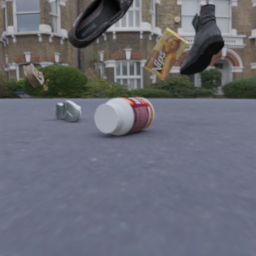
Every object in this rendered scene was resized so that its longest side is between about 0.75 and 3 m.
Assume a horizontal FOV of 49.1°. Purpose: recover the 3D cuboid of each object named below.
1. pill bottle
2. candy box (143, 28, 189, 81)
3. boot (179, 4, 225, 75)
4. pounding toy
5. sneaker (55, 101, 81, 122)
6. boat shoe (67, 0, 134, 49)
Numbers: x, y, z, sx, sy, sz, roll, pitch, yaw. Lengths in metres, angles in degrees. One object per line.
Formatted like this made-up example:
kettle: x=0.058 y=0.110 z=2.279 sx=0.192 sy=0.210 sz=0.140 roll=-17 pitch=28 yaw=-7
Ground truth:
pill bottle: x=-0.094 y=-0.367 z=8.672 sx=1.112 sy=1.112 sz=1.969 roll=5 pitch=9 yaw=32
candy box: x=1.280 y=-2.497 z=9.562 sx=0.877 sy=1.520 sz=0.420 roll=36 pitch=34 yaw=3
boot: x=2.837 y=-3.422 z=11.229 sx=0.956 sy=1.803 sz=2.739 roll=1 pitch=-20 yaw=-21
pounding toy: x=-2.695 y=-1.576 z=8.492 sx=0.544 sy=0.542 sz=0.948 roll=-17 pitch=-34 yaw=5
sneaker: x=-2.553 y=-0.788 z=12.821 sx=1.020 sy=0.895 sz=2.545 roll=-1 pitch=6 yaw=-29
boat shoe: x=-0.569 y=-2.954 z=7.093 sx=0.810 sy=2.422 sz=0.690 roll=43 pitch=-4 yaw=-17
